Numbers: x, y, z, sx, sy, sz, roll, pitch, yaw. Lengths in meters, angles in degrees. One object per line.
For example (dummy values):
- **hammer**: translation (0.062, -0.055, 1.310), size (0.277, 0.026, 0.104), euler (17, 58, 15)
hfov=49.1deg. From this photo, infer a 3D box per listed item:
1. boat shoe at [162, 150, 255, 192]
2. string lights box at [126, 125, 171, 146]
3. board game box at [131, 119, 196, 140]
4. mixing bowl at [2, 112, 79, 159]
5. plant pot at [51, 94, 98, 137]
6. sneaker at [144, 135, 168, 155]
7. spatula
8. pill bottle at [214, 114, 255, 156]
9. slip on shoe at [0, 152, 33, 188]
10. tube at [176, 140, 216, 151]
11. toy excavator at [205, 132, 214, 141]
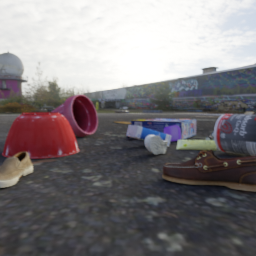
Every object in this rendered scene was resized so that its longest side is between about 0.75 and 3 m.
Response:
- **boat shoe**: translation (1.821, 0.844, 6.068), size (2.200, 0.774, 0.774), euler (0, 7, 20)
- **string lights box**: translation (0.835, 0.322, 11.313), size (1.611, 0.475, 0.828), euler (16, -4, -27)
- **board game box**: translation (2.217, 0.009, 14.788), size (2.987, 0.921, 2.985), euler (4, 5, 40)
- **mixing bowl**: translation (-3.118, 0.175, 10.035), size (2.656, 1.439, 2.656), euler (-1, 5, 0)
- **plant pot**: translation (-3.040, -0.489, 14.953), size (1.980, 2.213, 2.213), euler (-14, -2, 28)
- **sneaker**: translation (0.805, 0.539, 9.384), size (0.643, 0.610, 1.597), euler (19, -4, 26)
- **spatula**: translation (1.141, 0.340, 12.977), size (2.610, 0.738, 0.268), euler (-5, -14, 16)
- **pill bottle**: translation (4.087, 0.239, 9.003), size (1.335, 1.335, 2.305), euler (-5, 6, -43)
- **slip on shoe**: translation (-2.685, 0.931, 6.385), size (0.652, 0.519, 1.715), euler (1, 5, 8)
- **tube**: translation (2.586, 0.653, 10.612), size (1.465, 0.380, 0.425), euler (1, -6, 19)
- **toy excavator**: translation (3.794, 0.542, 11.279), size (1.012, 1.041, 0.520), euler (-45, -15, 22)
